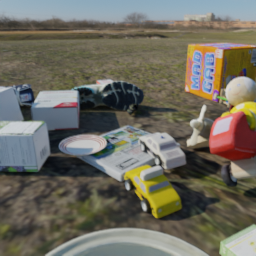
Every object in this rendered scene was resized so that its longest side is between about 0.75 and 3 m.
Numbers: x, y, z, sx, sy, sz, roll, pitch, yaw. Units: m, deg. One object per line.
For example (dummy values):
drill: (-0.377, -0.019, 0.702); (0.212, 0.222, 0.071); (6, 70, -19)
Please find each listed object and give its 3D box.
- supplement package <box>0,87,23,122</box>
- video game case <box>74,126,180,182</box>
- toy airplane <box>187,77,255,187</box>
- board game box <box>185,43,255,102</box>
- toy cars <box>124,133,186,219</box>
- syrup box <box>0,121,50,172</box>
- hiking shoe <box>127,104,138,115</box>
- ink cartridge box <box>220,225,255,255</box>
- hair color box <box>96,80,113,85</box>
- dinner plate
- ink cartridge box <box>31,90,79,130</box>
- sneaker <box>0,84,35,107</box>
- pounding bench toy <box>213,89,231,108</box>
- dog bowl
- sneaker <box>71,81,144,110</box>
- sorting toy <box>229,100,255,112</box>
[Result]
supplement package: (-4.157, -0.366, 8.148); (1.121, 1.135, 1.872); (-7, 19, 14)
video game case: (-0.066, 0.549, 7.254); (2.142, 0.236, 1.953); (-21, 30, -40)
toy airplane: (2.860, -0.144, 6.146); (2.947, 2.079, 2.934); (-19, -5, 2)
board game box: (4.132, -2.583, 12.534); (2.163, 2.165, 2.164); (-11, 24, -26)
toy cars: (0.616, 0.712, 5.963); (1.221, 0.603, 2.723); (7, 29, 11)
syrup box: (-3.158, 0.415, 6.596); (2.328, 0.948, 0.917); (-1, 20, 2)
hiking shoe: (0.240, -0.715, 10.159); (0.403, 0.304, 0.801); (-31, 14, 25)
ink cartridge box: (1.943, 1.872, 3.898); (0.772, 0.254, 1.061); (-12, 22, -28)
hair color box: (-0.950, -1.897, 13.159); (0.742, 0.448, 1.462); (-8, 24, -18)
dinner plate: (-1.130, 0.452, 7.013); (1.175, 0.142, 1.175); (-1, 23, 0)
ink cartridge box: (-2.365, -0.637, 9.474); (1.403, 0.797, 1.925); (-3, 22, -8)
sneaker: (-4.403, -1.030, 10.285); (1.479, 0.955, 2.726); (-1, 19, 2)
pounding bench toy: (3.965, -1.168, 11.125); (0.943, 0.586, 0.735); (-5, 23, -13)
dog bowl: (-0.014, 2.065, 2.528); (2.395, 0.883, 2.395); (1, 22, 0)
sneaker: (-0.817, -1.362, 10.964); (2.871, 1.114, 1.239); (1, 18, 2)
sorting toy: (3.579, -0.327, 7.996); (0.894, 1.309, 2.178); (2, 22, 6)
